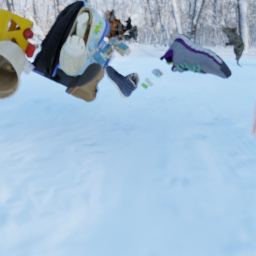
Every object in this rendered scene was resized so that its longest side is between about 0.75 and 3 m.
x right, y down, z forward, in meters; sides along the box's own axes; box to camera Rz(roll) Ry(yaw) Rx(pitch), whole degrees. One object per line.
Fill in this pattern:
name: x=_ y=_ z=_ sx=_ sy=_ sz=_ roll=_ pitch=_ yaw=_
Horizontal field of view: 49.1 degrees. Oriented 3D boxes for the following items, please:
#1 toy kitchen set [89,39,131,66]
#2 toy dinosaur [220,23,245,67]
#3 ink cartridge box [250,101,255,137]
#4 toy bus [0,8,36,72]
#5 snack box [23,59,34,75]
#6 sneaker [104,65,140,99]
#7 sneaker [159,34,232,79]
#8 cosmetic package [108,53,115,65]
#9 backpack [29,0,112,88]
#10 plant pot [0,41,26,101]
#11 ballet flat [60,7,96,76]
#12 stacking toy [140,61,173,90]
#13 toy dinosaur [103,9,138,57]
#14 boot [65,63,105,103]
toy kitchen set: x=-0.513 y=-2.169 z=8.134 sx=0.738 sy=0.921 sz=0.543 roll=41 pitch=-3 yaw=35
toy dinosaur: x=3.691 y=-2.809 z=9.450 sx=0.602 sy=1.564 sz=0.800 roll=-20 pitch=27 yaw=48
ink cartridge box: x=5.018 y=-0.129 z=9.190 sx=0.761 sy=1.298 sz=1.772 roll=-8 pitch=20 yaw=-23
toy bus: x=-3.762 y=-2.536 z=8.616 sx=1.140 sy=2.207 sz=2.082 roll=12 pitch=-29 yaw=-39
snack box: x=-3.965 y=-2.501 z=10.236 sx=0.424 sy=1.179 sz=0.143 roll=-42 pitch=-1 yaw=20
sneaker: x=-0.187 y=-1.786 z=9.623 sx=0.523 sy=1.375 sz=0.994 roll=-35 pitch=-4 yaw=-37
sneaker: x=2.056 y=-1.959 z=8.811 sx=0.969 sy=1.140 sz=2.605 roll=35 pitch=12 yaw=-43
cosmetic package: x=-1.282 y=-3.043 z=12.519 sx=0.580 sy=0.807 sz=1.430 roll=-6 pitch=-23 yaw=-45
backpack: x=-1.964 y=-2.992 z=10.567 sx=2.195 sy=2.987 sz=2.733 roll=24 pitch=1 yaw=-39
plant pot: x=-3.468 y=-1.696 z=7.643 sx=1.444 sy=1.444 sz=1.322 roll=0 pitch=35 yaw=0
ballet flat: x=-1.473 y=-2.565 z=8.048 sx=0.767 sy=2.274 sz=0.709 roll=10 pitch=-27 yaw=-1
stacking toy: x=1.147 y=-2.203 z=11.076 sx=0.436 sy=1.400 sz=1.857 roll=46 pitch=19 yaw=0
toy dinosaur: x=-0.459 y=-4.366 z=12.849 sx=1.583 sy=1.192 sz=2.333 roll=-21 pitch=-18 yaw=-6
boot: x=-1.033 y=-1.195 z=7.761 sx=0.766 sy=0.748 sz=2.031 roll=35 pitch=-22 yaw=-22
